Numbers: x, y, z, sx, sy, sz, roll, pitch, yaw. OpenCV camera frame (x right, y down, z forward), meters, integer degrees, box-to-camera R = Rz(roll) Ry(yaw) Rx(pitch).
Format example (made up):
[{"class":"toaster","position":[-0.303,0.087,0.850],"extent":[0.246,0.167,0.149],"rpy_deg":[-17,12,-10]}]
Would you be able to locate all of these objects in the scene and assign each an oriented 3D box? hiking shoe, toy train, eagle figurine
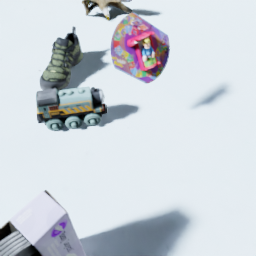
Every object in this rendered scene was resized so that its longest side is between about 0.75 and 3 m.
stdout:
[{"class":"hiking shoe","position":[-2.487,-2.491,10.042],"extent":[1.043,1.386,2.754],"rpy_deg":[10,50,8]},{"class":"toy train","position":[-1.745,-0.638,8.540],"extent":[2.221,1.266,0.947],"rpy_deg":[-8,51,-6]},{"class":"eagle figurine","position":[-0.969,-5.901,12.992],"extent":[2.294,1.731,1.741],"rpy_deg":[-20,41,-3]}]

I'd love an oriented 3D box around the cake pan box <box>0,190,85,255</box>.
[{"class":"cake pan box","position":[-1.941,2.619,4.846],"extent":[0.700,2.674,2.463],"rpy_deg":[31,55,25]}]

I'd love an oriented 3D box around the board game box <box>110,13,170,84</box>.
[{"class":"board game box","position":[0.442,-2.018,7.294],"extent":[1.873,1.480,0.365],"rpy_deg":[20,2,-34]}]
